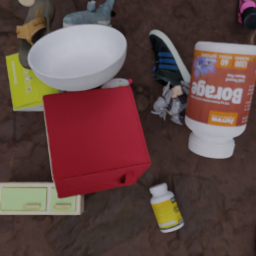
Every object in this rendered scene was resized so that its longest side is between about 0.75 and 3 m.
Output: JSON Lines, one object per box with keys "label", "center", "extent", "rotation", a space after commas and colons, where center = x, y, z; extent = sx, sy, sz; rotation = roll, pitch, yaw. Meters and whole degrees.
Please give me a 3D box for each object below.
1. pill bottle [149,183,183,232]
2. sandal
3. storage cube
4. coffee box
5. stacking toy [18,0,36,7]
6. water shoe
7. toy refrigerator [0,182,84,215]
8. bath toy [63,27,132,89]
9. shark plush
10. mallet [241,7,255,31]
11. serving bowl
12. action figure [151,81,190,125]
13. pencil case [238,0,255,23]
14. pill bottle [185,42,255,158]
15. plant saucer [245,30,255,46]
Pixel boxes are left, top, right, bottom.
{"label": "pill bottle", "center": [1.186, 2.539, 8.996], "extent": [0.786, 0.786, 1.403], "rotation": [-19, 82, -3]}
{"label": "sandal", "center": [-2.561, -2.740, 7.681], "extent": [1.130, 0.755, 2.765], "rotation": [-10, 61, 16]}
{"label": "storage cube", "center": [-1.036, 0.453, 8.122], "extent": [2.445, 2.325, 2.720], "rotation": [-9, 68, -15]}
{"label": "coffee box", "center": [-2.527, -1.478, 8.829], "extent": [1.688, 1.669, 1.685], "rotation": [-8, 91, 20]}
{"label": "stacking toy", "center": [-2.429, -3.506, 7.132], "extent": [0.455, 0.455, 1.066], "rotation": [7, 44, 1]}
{"label": "water shoe", "center": [1.259, -2.108, 9.651], "extent": [1.073, 0.972, 2.719], "rotation": [-30, 81, -2]}
{"label": "toy refrigerator", "center": [-2.759, 2.245, 8.983], "extent": [2.577, 0.902, 0.978], "rotation": [1, 81, 0]}
{"label": "bath toy", "center": [-0.890, -2.164, 9.055], "extent": [1.087, 1.279, 2.942], "rotation": [-26, 109, 20]}
{"label": "shark plush", "center": [-0.830, -3.107, 7.796], "extent": [1.192, 1.092, 2.623], "rotation": [21, 54, 32]}
{"label": "mallet", "center": [4.605, -2.924, 8.455], "extent": [2.638, 0.543, 0.869], "rotation": [19, 39, -8]}
{"label": "serving bowl", "center": [-1.056, -1.477, 6.218], "extent": [2.124, 0.699, 2.124], "rotation": [-3, 45, 3]}
{"label": "action figure", "center": [2.128, -0.935, 9.090], "extent": [2.986, 1.943, 1.036], "rotation": [-16, 74, -12]}
{"label": "pencil case", "center": [4.585, -4.828, 10.067], "extent": [0.959, 0.990, 2.113], "rotation": [10, 81, -12]}
{"label": "pill bottle", "center": [2.065, -0.639, 6.411], "extent": [1.392, 1.392, 2.482], "rotation": [4, 108, 1]}
{"label": "plant saucer", "center": [5.101, -3.027, 10.152], "extent": [1.629, 0.280, 1.629], "rotation": [0, 82, 0]}
